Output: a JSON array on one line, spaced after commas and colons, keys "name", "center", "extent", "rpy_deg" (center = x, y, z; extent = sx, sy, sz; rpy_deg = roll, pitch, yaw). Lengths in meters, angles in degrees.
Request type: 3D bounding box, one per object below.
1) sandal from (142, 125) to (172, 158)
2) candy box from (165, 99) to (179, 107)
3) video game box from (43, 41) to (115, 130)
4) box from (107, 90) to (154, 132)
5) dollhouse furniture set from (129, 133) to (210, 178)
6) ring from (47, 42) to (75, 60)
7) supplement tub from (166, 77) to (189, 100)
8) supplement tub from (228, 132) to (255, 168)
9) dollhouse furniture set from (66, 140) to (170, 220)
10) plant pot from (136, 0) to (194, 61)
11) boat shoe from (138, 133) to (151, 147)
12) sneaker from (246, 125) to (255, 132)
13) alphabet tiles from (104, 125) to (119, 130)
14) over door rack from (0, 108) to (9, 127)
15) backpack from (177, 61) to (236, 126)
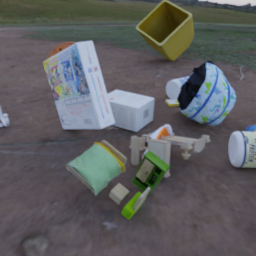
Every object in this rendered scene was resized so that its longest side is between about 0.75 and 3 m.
[{"name": "sandal", "center": [0.741, 0.488, 8.178], "extent": [0.527, 0.705, 1.839], "rpy_deg": [2, 30, 37]}, {"name": "candy box", "center": [2.217, -1.094, 12.082], "extent": [1.097, 0.145, 0.561], "rpy_deg": [-4, 25, -8]}, {"name": "video game box", "center": [-1.631, -1.169, 8.745], "extent": [0.621, 2.417, 2.653], "rpy_deg": [-25, 14, -34]}, {"name": "box", "center": [-0.098, -0.665, 10.251], "extent": [1.714, 0.912, 1.305], "rpy_deg": [16, 29, 28]}, {"name": "dollhouse furniture set", "center": [1.202, 0.677, 7.925], "extent": [1.601, 0.917, 1.877], "rpy_deg": [9, 11, 36]}, {"name": "ring", "center": [-2.498, -2.662, 12.709], "extent": [2.420, 2.420, 0.232], "rpy_deg": [3, 26, 7]}, {"name": "supplement tub", "center": [2.519, -1.824, 12.728], "extent": [1.387, 0.915, 0.915], "rpy_deg": [-17, 31, -32]}, {"name": "supplement tub", "center": [3.540, 0.597, 7.625], "extent": [1.360, 0.986, 0.986], "rpy_deg": [1, 26, 4]}, {"name": "dollhouse furniture set", "center": [-0.265, 0.878, 6.282], "extent": [1.889, 0.948, 1.237], "rpy_deg": [37, 41, 16]}, {"name": "plant pot", "center": [2.761, -6.207, 18.939], "extent": [2.747, 2.829, 2.766], "rpy_deg": [-44, 55, 2]}, {"name": "boat shoe", "center": [0.541, 0.400, 8.804], "extent": [0.969, 0.349, 0.327], "rpy_deg": [-22, -6, -12]}, {"name": "sneaker", "center": [4.595, 0.022, 9.416], "extent": [1.360, 0.448, 0.533], "rpy_deg": [-6, 22, -19]}, {"name": "alphabet tiles", "center": [-0.557, -0.110, 10.192], "extent": [0.834, 0.031, 0.697], "rpy_deg": [-24, 35, -39]}, {"name": "over door rack", "center": [-5.742, -0.548, 10.123], "extent": [1.992, 0.898, 2.696], "rpy_deg": [-18, 31, -34]}, {"name": "backpack", "center": [2.691, -1.152, 9.885], "extent": [1.989, 2.110, 2.587], "rpy_deg": [40, 20, 9]}]
